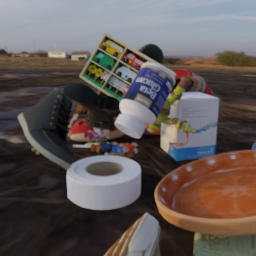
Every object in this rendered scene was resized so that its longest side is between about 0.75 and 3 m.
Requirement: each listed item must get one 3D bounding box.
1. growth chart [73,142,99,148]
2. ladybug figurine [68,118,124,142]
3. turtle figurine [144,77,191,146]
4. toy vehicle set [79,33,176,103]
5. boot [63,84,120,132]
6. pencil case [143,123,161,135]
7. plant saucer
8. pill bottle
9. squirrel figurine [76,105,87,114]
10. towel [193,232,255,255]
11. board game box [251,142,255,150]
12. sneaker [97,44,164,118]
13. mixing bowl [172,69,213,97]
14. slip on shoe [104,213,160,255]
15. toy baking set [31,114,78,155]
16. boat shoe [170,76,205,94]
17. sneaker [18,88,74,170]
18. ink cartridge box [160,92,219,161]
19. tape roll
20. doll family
[{"bbox_3d":[-1.025,0.501,8.067,0.847,0.104,1.171,-1,1,17],"label":"growth chart"},{"bbox_3d":[-1.019,0.022,9.125,1.875,0.674,1.272,-8,10,-22],"label":"ladybug figurine"},{"bbox_3d":[0.761,-0.576,6.991,2.067,1.667,0.666,28,11,32],"label":"turtle figurine"},{"bbox_3d":[-0.050,-1.476,7.996,2.397,1.490,0.318,33,8,12],"label":"toy vehicle set"},{"bbox_3d":[-1.059,-0.447,7.927,1.699,0.588,1.479,21,-30,-6],"label":"boot"},{"bbox_3d":[1.011,-0.152,9.596,1.861,0.822,0.822,7,16,22],"label":"pencil case"},{"bbox_3d":[1.751,0.996,4.633,2.618,0.423,2.618,-14,10,3],"label":"plant saucer"},{"bbox_3d":[0.326,-0.559,5.904,0.824,1.484,0.824,27,-15,8],"label":"pill bottle"},{"bbox_3d":[-2.021,-0.877,13.185,0.740,0.561,0.793,21,38,28],"label":"squirrel figurine"},{"bbox_3d":[1.582,1.635,4.064,1.271,0.313,1.713,4,16,18],"label":"towel"},{"bbox_3d":[3.995,0.757,6.768,1.911,0.589,1.910,7,16,24],"label":"board game box"},{"bbox_3d":[-0.088,-1.436,9.114,1.083,2.833,1.623,39,2,-10],"label":"sneaker"},{"bbox_3d":[2.015,-1.408,10.916,2.362,1.279,2.362,-15,47,17],"label":"mixing bowl"},{"bbox_3d":[-0.005,1.783,2.722,0.812,1.019,2.681,43,13,4],"label":"slip on shoe"},{"bbox_3d":[-1.751,0.107,6.648,1.299,0.151,0.997,-29,36,7],"label":"toy baking set"},{"bbox_3d":[1.255,-1.181,8.971,2.304,0.872,0.827,-18,-8,31],"label":"boat shoe"},{"bbox_3d":[-1.492,-0.104,5.792,1.134,0.798,2.134,-46,48,-5],"label":"sneaker"},{"bbox_3d":[1.673,-0.103,7.856,1.201,1.660,1.222,-4,15,-12],"label":"ink cartridge box"},{"bbox_3d":[-0.491,1.067,5.751,1.516,0.530,1.516,0,16,0],"label":"tape roll"},{"bbox_3d":[-0.411,0.528,7.096,1.520,0.685,0.944,24,16,32],"label":"doll family"}]
